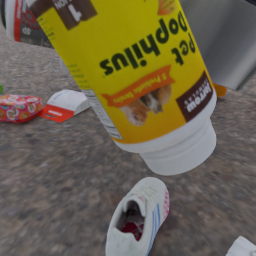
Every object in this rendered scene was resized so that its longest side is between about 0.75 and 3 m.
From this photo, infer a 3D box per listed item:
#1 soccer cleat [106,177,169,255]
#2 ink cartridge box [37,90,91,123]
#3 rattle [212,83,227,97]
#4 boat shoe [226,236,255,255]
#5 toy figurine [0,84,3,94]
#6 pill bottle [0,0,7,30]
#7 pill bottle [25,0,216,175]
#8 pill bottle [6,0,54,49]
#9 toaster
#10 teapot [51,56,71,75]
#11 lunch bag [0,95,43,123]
[{"bbox_3d":[0.250,1.276,4.495,0.730,0.902,2.089,8,28,16],"label":"soccer cleat"},{"bbox_3d":[-2.077,-0.768,9.070,1.306,0.459,1.607,15,27,29],"label":"ink cartridge box"},{"bbox_3d":[2.020,-0.735,8.943,1.952,2.142,2.998,-21,35,29],"label":"rattle"},{"bbox_3d":[2.244,2.020,2.540,2.972,1.093,0.971,21,72,34],"label":"boat shoe"},{"bbox_3d":[-5.017,-1.041,9.168,1.583,1.188,1.457,23,37,-34],"label":"toy figurine"},{"bbox_3d":[-1.860,-2.757,6.029,2.966,1.718,1.718,18,26,-8],"label":"pill bottle"},{"bbox_3d":[0.122,-0.757,3.518,1.510,2.765,1.510,-25,25,13],"label":"pill bottle"},{"bbox_3d":[-1.001,-1.796,4.652,1.778,1.030,1.030,7,24,-18],"label":"pill bottle"},{"bbox_3d":[1.310,-2.060,4.840,2.382,1.563,2.634,16,39,-17],"label":"toaster"},{"bbox_3d":[-1.492,-1.868,7.391,0.653,0.882,0.894,48,46,3],"label":"teapot"},{"bbox_3d":[-3.403,-0.669,8.610,1.433,0.587,1.262,8,28,18],"label":"lunch bag"}]
